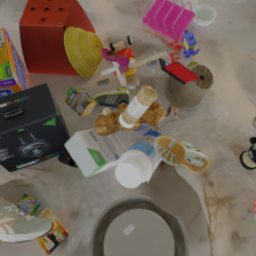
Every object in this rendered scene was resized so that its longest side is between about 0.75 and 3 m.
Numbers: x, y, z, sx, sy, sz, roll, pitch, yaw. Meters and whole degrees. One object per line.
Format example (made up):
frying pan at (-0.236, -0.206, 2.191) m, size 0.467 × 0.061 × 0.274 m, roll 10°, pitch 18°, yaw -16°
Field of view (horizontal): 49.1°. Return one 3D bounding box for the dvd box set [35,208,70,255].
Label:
dvd box set at (-2.600, 3.327, 9.052) m, size 0.877 × 0.176 × 1.199 m, roll -40°, pitch 69°, yaw -19°

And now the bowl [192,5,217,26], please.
bowl at (3.543, -5.256, 13.304) m, size 1.203 × 0.540 × 1.203 m, roll 1°, pitch 61°, yaw -1°

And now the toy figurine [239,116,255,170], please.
toy figurine at (5.411, 0.611, 9.682) m, size 2.519 × 1.780 × 2.559 m, roll 24°, pitch 63°, yaw 6°

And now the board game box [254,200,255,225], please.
board game box at (4.521, 2.852, 9.311) m, size 0.596 × 0.157 × 0.779 m, roll 10°, pitch 63°, yaw 5°

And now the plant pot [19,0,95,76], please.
plant pot at (-3.002, -3.974, 11.567) m, size 2.634 × 2.323 × 2.636 m, roll 4°, pitch 62°, yaw 6°

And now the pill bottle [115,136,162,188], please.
pill bottle at (0.360, 1.021, 8.571) m, size 1.049 × 1.049 × 1.930 m, roll 27°, pitch 27°, yaw 13°

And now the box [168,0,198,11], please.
box at (2.593, -6.020, 13.619) m, size 1.084 × 0.708 × 1.078 m, roll -35°, pitch 68°, yaw -17°

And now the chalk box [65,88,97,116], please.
chalk box at (-1.850, -1.058, 10.570) m, size 1.085 × 0.671 × 0.675 m, roll 44°, pitch 110°, yaw 10°

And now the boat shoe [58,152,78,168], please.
boat shoe at (-1.952, 1.117, 9.782) m, size 1.330 × 0.417 × 0.487 m, roll 5°, pitch 100°, yaw 27°

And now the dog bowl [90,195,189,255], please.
dog bowl at (0.324, 3.591, 8.534) m, size 2.929 × 0.859 × 2.929 m, roll 0°, pitch 62°, yaw 0°

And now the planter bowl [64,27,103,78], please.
planter bowl at (-1.464, -2.939, 10.531) m, size 0.828 × 1.989 × 1.989 m, roll -13°, pitch 60°, yaw 23°

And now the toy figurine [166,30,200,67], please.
toy figurine at (2.460, -3.375, 11.896) m, size 1.170 × 1.328 × 2.217 m, roll -9°, pitch 62°, yaw -4°

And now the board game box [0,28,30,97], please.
board game box at (-5.174, -1.712, 10.401) m, size 2.414 × 2.415 × 2.416 m, roll -16°, pitch 64°, yaw -8°

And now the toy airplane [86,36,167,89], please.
toy airplane at (-0.078, -2.134, 10.370) m, size 2.441 × 1.730 × 2.451 m, roll -42°, pitch 35°, yaw -22°

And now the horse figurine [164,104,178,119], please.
horse figurine at (2.015, -1.013, 10.795) m, size 1.550 × 1.027 × 0.387 m, roll -41°, pitch 51°, yaw -8°

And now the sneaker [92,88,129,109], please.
sneaker at (-0.731, -1.052, 11.107) m, size 1.718 × 0.635 × 0.695 m, roll -16°, pitch 73°, yaw -3°

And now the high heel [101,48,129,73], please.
high heel at (-0.404, -2.331, 8.880) m, size 0.427 × 0.609 × 1.267 m, roll -35°, pitch 64°, yaw -30°

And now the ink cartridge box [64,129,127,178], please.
ink cartridge box at (-0.993, 0.745, 9.434) m, size 0.769 × 1.829 × 1.335 m, roll -43°, pitch 74°, yaw 28°

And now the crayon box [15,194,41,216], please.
crayon box at (-3.481, 2.786, 9.283) m, size 0.635 × 0.261 × 1.011 m, roll 29°, pitch 67°, yaw 13°

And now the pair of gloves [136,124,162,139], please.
pair of gloves at (0.675, 0.056, 10.783) m, size 0.972 × 0.138 × 1.209 m, roll -23°, pitch 65°, yaw -12°

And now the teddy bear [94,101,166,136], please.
teddy bear at (0.041, -0.409, 8.967) m, size 2.362 × 0.788 × 1.712 m, roll -4°, pitch 34°, yaw 15°

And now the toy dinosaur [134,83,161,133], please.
toy dinosaur at (0.526, -0.689, 10.123) m, size 0.496 × 0.922 × 2.091 m, roll -25°, pitch 86°, yaw 18°

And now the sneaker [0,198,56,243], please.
sneaker at (-3.607, 2.793, 8.583) m, size 2.793 × 1.057 × 1.285 m, roll -4°, pitch 78°, yaw 4°

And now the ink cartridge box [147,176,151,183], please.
ink cartridge box at (0.761, 1.391, 9.839) m, size 0.324 × 0.563 × 0.961 m, roll 24°, pitch 64°, yaw 12°

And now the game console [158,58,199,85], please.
game console at (1.614, -1.917, 8.994) m, size 1.081 × 0.642 × 0.932 m, roll 27°, pitch 37°, yaw -30°

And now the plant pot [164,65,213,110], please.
plant pot at (2.294, -1.575, 10.076) m, size 1.582 × 1.373 × 1.582 m, roll 5°, pitch 77°, yaw -20°

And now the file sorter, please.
file sorter at (1.669, -5.205, 12.534) m, size 2.070 × 1.298 × 1.438 m, roll 36°, pitch 94°, yaw 21°

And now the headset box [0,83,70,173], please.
headset box at (-3.361, 0.041, 9.258) m, size 2.477 × 2.845 × 1.320 m, roll -20°, pitch 64°, yaw -11°

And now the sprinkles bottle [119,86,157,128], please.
sprinkles bottle at (0.240, -0.527, 7.391) m, size 0.455 × 1.335 × 0.455 m, roll 17°, pitch 49°, yaw -21°

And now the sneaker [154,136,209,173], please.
sneaker at (1.545, 0.738, 8.594) m, size 1.926 × 0.728 × 0.844 m, roll 28°, pitch 17°, yaw -20°
